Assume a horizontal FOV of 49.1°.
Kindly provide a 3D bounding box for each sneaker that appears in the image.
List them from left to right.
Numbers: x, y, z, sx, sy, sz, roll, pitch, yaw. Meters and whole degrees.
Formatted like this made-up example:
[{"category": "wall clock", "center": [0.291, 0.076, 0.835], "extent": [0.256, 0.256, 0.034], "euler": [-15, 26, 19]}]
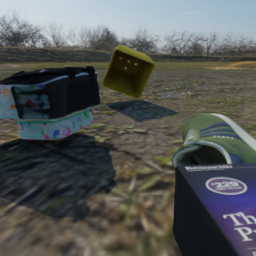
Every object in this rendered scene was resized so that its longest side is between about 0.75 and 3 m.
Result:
[{"category": "sneaker", "center": [1.064, 0.315, 3.894], "extent": [1.057, 0.789, 2.354], "euler": [1, 20, -16]}]

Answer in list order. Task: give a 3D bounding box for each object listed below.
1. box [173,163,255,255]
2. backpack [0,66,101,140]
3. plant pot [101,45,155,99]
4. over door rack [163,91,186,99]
[{"category": "box", "center": [1.516, 0.846, 2.174], "extent": [2.032, 0.801, 1.434], "euler": [-2, 11, -6]}, {"category": "backpack", "center": [-1.847, -0.604, 6.277], "extent": [2.109, 1.588, 1.872], "euler": [6, 17, 22]}, {"category": "plant pot", "center": [-0.003, -2.625, 12.216], "extent": [1.777, 1.777, 1.567], "euler": [19, 34, -12]}, {"category": "over door rack", "center": [2.147, -1.537, 12.858], "extent": [0.874, 0.291, 0.646], "euler": [8, 17, 30]}]
